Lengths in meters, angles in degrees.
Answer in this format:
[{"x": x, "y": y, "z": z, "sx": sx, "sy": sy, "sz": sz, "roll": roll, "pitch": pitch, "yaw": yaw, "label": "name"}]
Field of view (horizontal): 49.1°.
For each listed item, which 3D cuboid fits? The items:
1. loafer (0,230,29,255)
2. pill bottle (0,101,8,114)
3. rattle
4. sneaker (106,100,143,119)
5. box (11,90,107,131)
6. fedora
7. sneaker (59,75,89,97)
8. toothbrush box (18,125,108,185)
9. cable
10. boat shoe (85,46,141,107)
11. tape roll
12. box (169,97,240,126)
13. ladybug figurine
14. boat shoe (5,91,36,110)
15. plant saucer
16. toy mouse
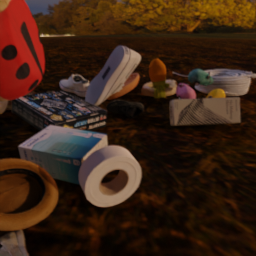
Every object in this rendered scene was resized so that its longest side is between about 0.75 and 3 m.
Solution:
[{"x": -1.549, "y": 1.835, "z": 3.763, "sx": 0.419, "sy": 0.464, "sz": 1.226, "roll": -10, "pitch": 15, "yaw": -25, "label": "loafer"}, {"x": -5.421, "y": -1.042, "z": 10.041, "sx": 1.843, "sy": 1.052, "sz": 1.052, "roll": 5, "pitch": 23, "yaw": 12, "label": "pill bottle"}, {"x": 1.547, "y": -2.363, "z": 12.588, "sx": 1.591, "sy": 1.746, "sz": 2.444, "roll": -5, "pitch": 20, "yaw": 40, "label": "rattle"}, {"x": -0.121, "y": -0.668, "z": 9.835, "sx": 1.332, "sy": 0.509, "sz": 0.763, "roll": 6, "pitch": 16, "yaw": 1, "label": "sneaker"}, {"x": -2.185, "y": -0.509, "z": 8.884, "sx": 2.450, "sy": 0.564, "sz": 1.948, "roll": 26, "pitch": 29, "yaw": 35, "label": "box"}, {"x": -1.934, "y": 1.179, "z": 4.688, "sx": 1.450, "sy": 0.592, "sz": 1.450, "roll": 20, "pitch": 36, "yaw": -15, "label": "fedora"}, {"x": -2.407, "y": -2.062, "z": 12.862, "sx": 0.847, "sy": 0.821, "sz": 2.319, "roll": -19, "pitch": 29, "yaw": -39, "label": "sneaker"}, {"x": -1.444, "y": 0.566, "z": 6.448, "sx": 1.644, "sy": 0.701, "sz": 1.204, "roll": 9, "pitch": 28, "yaw": 19, "label": "toothbrush box"}, {"x": 4.358, "y": -2.157, "z": 13.083, "sx": 2.480, "sy": 0.859, "sz": 2.480, "roll": -16, "pitch": 26, "yaw": -31, "label": "cable"}, {"x": -0.568, "y": -1.623, "z": 10.037, "sx": 0.924, "sy": 2.828, "sz": 1.040, "roll": 9, "pitch": 51, "yaw": -38, "label": "boat shoe"}, {"x": -0.320, "y": 0.892, "z": 5.124, "sx": 1.120, "sy": 1.120, "sz": 0.392, "roll": -10, "pitch": 30, "yaw": -24, "label": "tape roll"}, {"x": 2.356, "y": -0.499, "z": 8.737, "sx": 2.049, "sy": 0.842, "sz": 0.701, "roll": -4, "pitch": 0, "yaw": -1, "label": "box"}, {"x": -2.354, "y": -1.645, "z": 5.290, "sx": 1.049, "sy": 2.917, "sz": 1.980, "roll": 4, "pitch": 60, "yaw": 6, "label": "ladybug figurine"}, {"x": -3.863, "y": -1.146, "z": 10.782, "sx": 1.901, "sy": 0.682, "sz": 0.720, "roll": -9, "pitch": 24, "yaw": -21, "label": "boat shoe"}, {"x": -0.340, "y": -1.717, "z": 11.843, "sx": 1.880, "sy": 0.352, "sz": 1.880, "roll": -24, "pitch": 21, "yaw": 10, "label": "plant saucer"}, {"x": 2.628, "y": -1.645, "z": 10.862, "sx": 2.658, "sy": 0.514, "sz": 2.363, "roll": -32, "pitch": 66, "yaw": -27, "label": "toy mouse"}]
